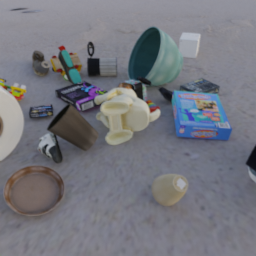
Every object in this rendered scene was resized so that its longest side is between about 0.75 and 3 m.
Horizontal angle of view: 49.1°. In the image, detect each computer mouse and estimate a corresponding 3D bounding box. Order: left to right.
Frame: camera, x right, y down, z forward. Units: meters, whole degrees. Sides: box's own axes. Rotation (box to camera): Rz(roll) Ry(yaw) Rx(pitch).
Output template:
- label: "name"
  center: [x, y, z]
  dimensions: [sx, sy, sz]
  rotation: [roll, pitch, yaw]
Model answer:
- label: "computer mouse"
  center: [1.277, -1.615, 12.105]
  dimensions: [2.329, 0.396, 0.683]
  rotation: [22, 21, -27]

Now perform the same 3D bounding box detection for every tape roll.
- label: "tape roll"
  center: [-5.012, -0.291, 8.796]
  dimensions: [2.782, 2.782, 1.910]
  rotation: [-27, 42, -35]

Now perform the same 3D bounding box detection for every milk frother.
- label: "milk frother"
  center: [-1.378, -3.658, 14.860]
  dimensions: [1.570, 1.669, 1.507]
  rotation: [-2, 30, -4]

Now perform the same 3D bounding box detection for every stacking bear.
- label: "stacking bear"
  center: [0.944, -0.873, 11.696]
  dimensions: [0.485, 0.454, 0.798]
  rotation: [-13, 40, -12]

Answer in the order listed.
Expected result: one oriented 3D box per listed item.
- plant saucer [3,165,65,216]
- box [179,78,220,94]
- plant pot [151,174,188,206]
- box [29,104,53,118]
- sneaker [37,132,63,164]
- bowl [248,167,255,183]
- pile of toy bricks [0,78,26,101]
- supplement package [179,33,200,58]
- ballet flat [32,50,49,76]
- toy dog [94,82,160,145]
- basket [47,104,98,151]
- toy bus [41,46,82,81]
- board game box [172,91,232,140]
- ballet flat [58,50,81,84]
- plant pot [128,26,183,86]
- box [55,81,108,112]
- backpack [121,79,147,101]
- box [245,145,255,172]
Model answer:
- label: "plant saucer"
  center: [-2.571, 1.737, 7.738]
  dimensions: [1.592, 0.255, 1.592]
  rotation: [10, 45, -10]
- label: "box"
  center: [3.367, -1.829, 13.214]
  dimensions: [1.491, 0.380, 1.176]
  rotation: [-22, 41, -29]
- label: "plant pot"
  center: [1.175, 1.550, 7.342]
  dimensions: [0.846, 0.903, 0.846]
  rotation: [7, 65, -16]
- label: "box"
  center: [-3.580, -0.695, 11.572]
  dimensions: [0.939, 0.233, 0.932]
  rotation: [-8, 25, -13]
- label: "sneaker"
  center: [-2.629, 0.752, 9.325]
  dimensions: [0.696, 0.583, 1.574]
  rotation: [-23, 35, -10]
- label: "bowl"
  center: [4.030, 1.416, 8.366]
  dimensions: [0.942, 0.423, 0.942]
  rotation: [0, 33, 0]
- label: "pile of toy bricks"
  center: [-5.649, -1.437, 12.301]
  dimensions: [2.171, 1.204, 1.072]
  rotation: [14, 62, -7]
- label: "supplement package"
  center: [3.846, -5.211, 17.638]
  dimensions: [1.129, 1.121, 1.488]
  rotation: [10, 35, 14]
- label: "ballet flat"
  center: [-5.032, -3.551, 15.731]
  dimensions: [0.913, 0.628, 2.711]
  rotation: [16, 29, -34]
- label: "toy dog"
  center: [-0.155, -0.849, 10.560]
  dimensions: [2.332, 1.678, 2.405]
  rotation: [-18, 29, -1]
- label: "basket"
  center: [-1.776, 0.066, 9.363]
  dimensions: [1.273, 1.412, 0.960]
  rotation: [-35, 26, 31]
- label: "toy bus"
  center: [-3.413, -3.276, 14.882]
  dimensions: [1.859, 0.961, 1.754]
  rotation: [26, 62, -8]
- label: "board game box"
  center: [2.774, -0.556, 10.993]
  dimensions: [1.912, 0.566, 2.514]
  rotation: [5, 37, 1]
- label: "ballet flat"
  center: [-2.923, -2.865, 13.898]
  dimensions: [0.677, 1.980, 0.673]
  rotation: [-20, 3, 45]
- label: "plant pot"
  center: [1.470, -3.231, 13.663]
  dimensions: [1.860, 2.776, 2.776]
  rotation: [15, 25, -29]
- label: "box"
  center: [-2.028, -1.476, 12.586]
  dimensions: [1.623, 0.410, 2.271]
  rotation: [-25, 36, -33]
- label: "backpack"
  center: [0.196, -1.563, 12.228]
  dimensions: [0.919, 1.084, 1.221]
  rotation: [-23, 27, -35]
- label: "box"
  center: [5.208, 0.717, 7.894]
  dimensions: [2.910, 1.518, 2.154]
  rotation: [-17, 45, -36]
